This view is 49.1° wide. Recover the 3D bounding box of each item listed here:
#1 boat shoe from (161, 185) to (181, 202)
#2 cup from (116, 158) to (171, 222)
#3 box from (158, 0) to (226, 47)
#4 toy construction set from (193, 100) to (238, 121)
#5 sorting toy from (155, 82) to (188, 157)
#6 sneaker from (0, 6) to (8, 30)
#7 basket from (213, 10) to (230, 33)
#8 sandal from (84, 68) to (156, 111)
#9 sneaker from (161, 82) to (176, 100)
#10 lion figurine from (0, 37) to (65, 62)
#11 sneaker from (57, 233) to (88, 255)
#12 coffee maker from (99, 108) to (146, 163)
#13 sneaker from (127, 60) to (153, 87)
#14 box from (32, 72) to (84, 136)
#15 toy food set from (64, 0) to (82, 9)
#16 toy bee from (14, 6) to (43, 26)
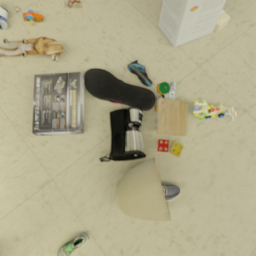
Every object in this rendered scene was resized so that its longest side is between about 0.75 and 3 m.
[{"bbox_3d":[1.057,2.120,9.216,1.556,0.722,0.581,-9,65,-8],"label":"boat shoe"},{"bbox_3d":[0.424,2.065,8.824,1.424,1.991,1.991,-15,70,5],"label":"cup"},{"bbox_3d":[2.494,-4.757,10.818,1.967,2.583,1.373,-24,67,-15],"label":"box"},{"bbox_3d":[3.139,-0.621,10.187,1.579,1.035,0.727,8,74,11],"label":"toy construction set"},{"bbox_3d":[1.510,-0.273,10.139,1.268,0.445,2.631,4,87,-28],"label":"sorting toy"},{"bbox_3d":[-6.091,-4.943,12.005,2.075,0.838,1.198,8,66,-4],"label":"sneaker"},{"bbox_3d":[3.904,-4.524,11.942,0.773,0.524,0.477,-42,77,-14],"label":"basket"},{"bbox_3d":[-0.371,-1.367,10.639,2.957,0.666,1.111,23,89,10],"label":"sandal"},{"bbox_3d":[1.520,-1.415,10.869,0.659,0.366,0.942,7,65,5],"label":"sneaker"},{"bbox_3d":[-3.902,-3.193,11.087,2.561,0.928,1.568,16,26,26],"label":"lion figurine"},{"bbox_3d":[-1.795,3.745,8.888,1.105,0.490,0.425,-35,74,-12],"label":"sneaker"},{"bbox_3d":[-0.235,0.242,9.845,1.638,1.149,1.706,-3,69,0],"label":"coffee maker"},{"bbox_3d":[0.558,-2.185,11.090,0.546,0.488,1.334,-39,74,-13],"label":"sneaker"},{"bbox_3d":[-2.549,-0.880,10.301,1.795,0.548,2.266,-3,79,4],"label":"box"},{"bbox_3d":[-2.470,-5.581,12.541,0.798,0.126,0.507,-7,70,-2],"label":"toy food set"},{"bbox_3d":[-4.274,-4.821,12.088,1.145,0.623,0.750,32,63,-15],"label":"toy bee"}]
